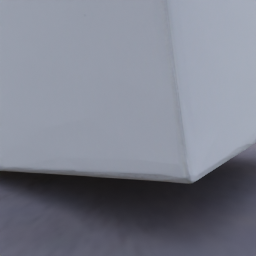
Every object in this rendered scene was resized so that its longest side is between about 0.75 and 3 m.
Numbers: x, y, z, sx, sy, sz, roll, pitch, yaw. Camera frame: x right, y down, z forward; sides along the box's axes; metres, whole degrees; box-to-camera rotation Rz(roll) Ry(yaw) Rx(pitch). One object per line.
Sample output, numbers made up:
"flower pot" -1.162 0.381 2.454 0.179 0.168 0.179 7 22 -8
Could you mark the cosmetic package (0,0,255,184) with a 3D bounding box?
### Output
"cosmetic package" -0.011 -0.644 2.862 2.719 1.671 2.710 -7 4 41
